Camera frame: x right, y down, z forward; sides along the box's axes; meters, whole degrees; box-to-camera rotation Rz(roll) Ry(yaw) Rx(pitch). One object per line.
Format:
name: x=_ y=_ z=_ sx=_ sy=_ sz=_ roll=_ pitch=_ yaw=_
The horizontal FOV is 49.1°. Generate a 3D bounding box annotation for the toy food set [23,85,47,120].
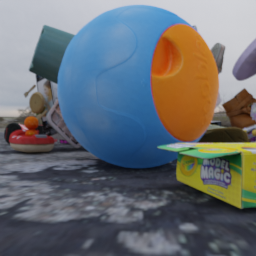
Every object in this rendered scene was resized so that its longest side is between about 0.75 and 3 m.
toy food set: x=-2.853 y=-0.778 z=8.817 sx=0.733 sy=1.062 sz=0.213 roll=-33 pitch=-15 yaw=27

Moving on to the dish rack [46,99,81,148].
dish rack: x=-1.293 y=-0.314 z=6.514 sx=0.287 sy=1.319 sz=1.132 roll=-7 pitch=-44 yaw=39

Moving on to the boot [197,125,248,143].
boot: x=1.784 y=0.296 z=7.559 sx=2.342 sy=0.844 sz=1.811 roll=1 pitch=0 yaw=8

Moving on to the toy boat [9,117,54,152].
toy boat: x=-2.786 y=0.167 z=8.043 sx=0.985 sy=0.987 sz=1.510 roll=1 pitch=-1 yaw=-41

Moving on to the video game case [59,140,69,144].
video game case: x=-1.495 y=0.363 z=12.510 sx=2.348 sy=0.420 sz=2.128 roll=1 pitch=8 yaw=22

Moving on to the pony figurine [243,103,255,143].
pony figurine: x=4.128 y=0.078 z=8.687 sx=1.793 sy=1.493 sz=1.731 roll=-22 pitch=8 yaw=-11

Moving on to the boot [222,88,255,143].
boot: x=4.682 y=-0.714 z=10.124 sx=2.242 sy=1.741 sz=0.860 roll=-34 pitch=-7 yaw=9

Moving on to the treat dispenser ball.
treat dispenser ball: x=0.175 y=-0.728 z=5.375 sx=2.993 sy=2.993 sz=2.993 roll=0 pitch=0 yaw=0

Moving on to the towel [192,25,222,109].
towel: x=1.465 y=-1.157 z=8.017 sx=2.830 sy=2.703 sz=0.456 roll=-37 pitch=24 yaw=-26

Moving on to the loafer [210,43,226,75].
loafer: x=2.928 y=-1.919 z=9.791 sx=0.645 sy=2.051 sz=0.737 roll=13 pitch=29 yaw=-13

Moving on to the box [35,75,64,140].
box: x=-2.260 y=-0.752 z=9.393 sx=0.670 sy=2.228 sz=1.300 roll=-19 pitch=-14 yaw=29

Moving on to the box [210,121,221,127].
box: x=1.899 y=0.228 z=10.165 sx=2.801 sy=0.842 sz=1.634 roll=-3 pitch=2 yaw=-39

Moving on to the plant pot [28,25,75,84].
plant pot: x=-1.675 y=-1.836 z=7.626 sx=1.701 sy=1.737 sz=1.737 roll=17 pitch=-7 yaw=-23

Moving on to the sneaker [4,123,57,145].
sneaker: x=-4.082 y=0.390 z=11.764 sx=2.547 sy=0.939 sz=1.105 roll=4 pitch=-11 yaw=25

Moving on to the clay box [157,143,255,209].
clay box: x=1.596 y=0.459 z=3.206 sx=2.308 sy=0.549 sz=1.326 roll=0 pitch=0 yaw=-14

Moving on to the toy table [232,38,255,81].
toy table: x=5.008 y=-2.184 z=9.325 sx=2.498 sy=1.592 sz=2.718 roll=-7 pitch=-35 yaw=-30
